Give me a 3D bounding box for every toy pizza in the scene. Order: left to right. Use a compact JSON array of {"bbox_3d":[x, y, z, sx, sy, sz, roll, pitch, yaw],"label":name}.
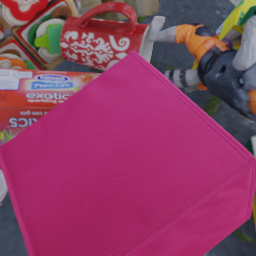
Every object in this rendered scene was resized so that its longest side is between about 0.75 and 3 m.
[{"bbox_3d":[-2.048,-1.629,4.909,2.834,2.834,0.449,-31,62,-18],"label":"toy pizza"}]

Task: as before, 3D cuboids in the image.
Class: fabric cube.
[{"bbox_3d":[0.045,0.661,3.135,1.820,1.826,1.791,-37,53,-4],"label":"fabric cube"}]

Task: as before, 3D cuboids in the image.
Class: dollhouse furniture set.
[{"bbox_3d":[-0.674,-3.838,6.479,2.532,2.888,1.919,0,24,25],"label":"dollhouse furniture set"}]

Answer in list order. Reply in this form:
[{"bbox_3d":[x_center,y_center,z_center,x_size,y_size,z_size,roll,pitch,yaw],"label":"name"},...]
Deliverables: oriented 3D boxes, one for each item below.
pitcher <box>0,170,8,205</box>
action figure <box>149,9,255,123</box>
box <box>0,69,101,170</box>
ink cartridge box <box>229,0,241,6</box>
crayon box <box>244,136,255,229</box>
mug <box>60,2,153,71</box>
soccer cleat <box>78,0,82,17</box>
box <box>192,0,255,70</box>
[{"bbox_3d":[-1.852,0.851,3.501,0.892,0.765,0.541,-20,32,28],"label":"pitcher"},{"bbox_3d":[1.593,-0.545,4.307,1.454,2.779,2.689,-37,34,-11],"label":"action figure"},{"bbox_3d":[-1.507,-0.167,4.840,2.660,1.270,1.326,-1,36,-16],"label":"box"},{"bbox_3d":[3.694,-2.813,6.164,2.783,1.621,0.939,26,77,-25],"label":"ink cartridge box"},{"bbox_3d":[3.604,1.496,6.139,1.652,0.661,2.602,4,57,3],"label":"crayon box"},{"bbox_3d":[-0.374,-1.665,5.140,1.528,1.356,1.020,14,34,12],"label":"mug"},{"bbox_3d":[-2.434,-4.138,9.647,2.705,0.928,1.152,27,71,20],"label":"soccer cleat"},{"bbox_3d":[2.371,-1.417,5.290,1.623,2.765,0.669,21,83,-2],"label":"box"}]
